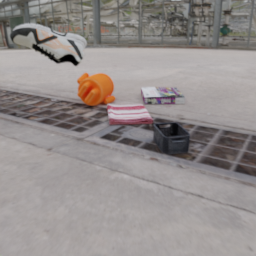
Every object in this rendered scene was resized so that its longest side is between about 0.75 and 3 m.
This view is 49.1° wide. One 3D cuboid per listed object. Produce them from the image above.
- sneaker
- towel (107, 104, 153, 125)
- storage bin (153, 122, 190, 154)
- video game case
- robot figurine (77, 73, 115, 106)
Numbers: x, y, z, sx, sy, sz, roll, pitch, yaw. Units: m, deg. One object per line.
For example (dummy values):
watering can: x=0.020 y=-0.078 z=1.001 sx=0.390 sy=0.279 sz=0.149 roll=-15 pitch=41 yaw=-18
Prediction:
sneaker: x=-2.473 y=-2.561 z=8.759 sx=2.321 sy=0.928 sz=0.856 roll=7 pitch=-14 yaw=-15
towel: x=-0.003 y=-0.682 z=12.573 sx=1.834 sy=0.290 sz=2.547 roll=-2 pitch=20 yaw=-6
storage bin: x=1.428 y=0.321 z=9.399 sx=0.890 sy=0.617 sz=1.316 roll=-4 pitch=22 yaw=-11
video game case: x=1.826 y=-1.791 z=15.339 sx=2.104 sy=0.416 sz=2.322 roll=-1 pitch=20 yaw=-2
robot figurine: x=-1.652 y=-2.055 z=14.556 sx=1.819 sy=1.475 sz=2.530 roll=6 pitch=21 yaw=18
